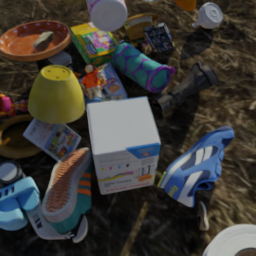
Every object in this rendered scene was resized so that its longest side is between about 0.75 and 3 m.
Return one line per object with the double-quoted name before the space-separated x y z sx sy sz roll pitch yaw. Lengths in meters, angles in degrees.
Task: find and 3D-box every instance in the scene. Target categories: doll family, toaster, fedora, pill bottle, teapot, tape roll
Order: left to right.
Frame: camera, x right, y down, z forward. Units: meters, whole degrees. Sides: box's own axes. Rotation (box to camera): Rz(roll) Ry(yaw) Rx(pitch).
"fedora" -3.273 0.398 8.865 1.835 0.748 1.835 4 48 -4
"toaster" -2.746 -2.188 10.515 1.530 1.383 0.908 38 57 25
"doll family" -1.653 -1.301 9.726 2.588 1.166 1.606 -17 75 28
"pill bottle" -0.981 -5.206 11.265 1.428 1.428 2.519 -10 57 -8
"fedora" 0.491 -4.326 12.229 1.980 1.980 0.807 -16 97 -12
"teapot" 3.745 -5.157 13.166 1.240 0.906 1.224 18 70 -18
"tape roll" 2.847 3.473 6.407 2.325 0.813 2.325 0 52 0

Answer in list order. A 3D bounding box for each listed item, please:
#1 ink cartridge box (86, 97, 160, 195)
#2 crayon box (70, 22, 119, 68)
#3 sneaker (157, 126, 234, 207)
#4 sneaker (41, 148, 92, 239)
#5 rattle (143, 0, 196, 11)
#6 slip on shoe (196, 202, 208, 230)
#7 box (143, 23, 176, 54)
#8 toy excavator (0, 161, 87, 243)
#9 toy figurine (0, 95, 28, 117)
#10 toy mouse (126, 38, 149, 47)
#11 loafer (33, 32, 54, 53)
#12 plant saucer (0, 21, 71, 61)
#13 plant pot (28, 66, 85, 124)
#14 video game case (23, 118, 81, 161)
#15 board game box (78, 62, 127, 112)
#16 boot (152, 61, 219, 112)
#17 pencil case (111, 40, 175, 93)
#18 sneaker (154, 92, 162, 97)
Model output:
"ink cartridge box" -0.166 0.555 7.780 1.654 2.247 1.625 -9 54 -7
"crayon box" -1.368 -3.557 11.976 1.450 0.711 2.442 -21 55 -16
"sneaker" 2.222 1.094 8.171 2.947 1.090 1.212 -38 65 -19
"sneaker" -1.519 1.702 7.736 1.026 1.148 2.874 -9 29 12
"rattle" 1.805 -5.288 11.732 1.849 2.029 2.840 -21 29 20
"slip on shoe" 1.979 2.388 7.611 0.231 0.290 0.763 1 59 -8
"box" 1.304 -3.671 11.568 0.967 1.217 0.280 -1 53 36
"toy excavator" -2.642 2.180 7.350 2.525 1.297 2.597 -23 69 -18
"toy figurine" -3.762 -0.702 9.392 1.863 2.024 1.519 -5 88 -41
"toy mouse" 0.632 -3.758 12.335 1.021 0.222 1.148 -21 36 -21
"loafer" -3.017 -3.004 9.839 0.374 0.414 1.094 13 48 19
"plant saucer" -3.359 -3.151 10.199 2.575 0.416 2.575 -3 45 3
"plant pot" -2.147 -1.123 8.442 1.736 1.232 1.736 7 40 -6
"video game case" -2.288 0.271 8.642 0.144 1.599 1.145 -21 36 42
"board game box" -0.933 -1.380 10.319 1.844 0.569 1.843 -30 57 -18
"boot" 1.856 -1.420 10.015 2.229 0.886 2.560 -31 10 7
"pencil case" 0.449 -2.306 10.485 1.203 1.108 2.604 -36 49 -12
"sneaker" 1.189 -1.540 10.603 0.593 0.395 1.035 -21 49 -8
